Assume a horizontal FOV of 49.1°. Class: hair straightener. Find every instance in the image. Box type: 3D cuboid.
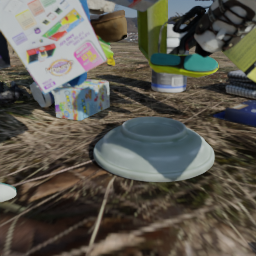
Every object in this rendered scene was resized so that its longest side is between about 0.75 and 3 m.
[{"bbox_3d":[1.780,-2.599,6.520,2.778,1.069,0.568,-35,-20,23],"label":"hair straightener"}]

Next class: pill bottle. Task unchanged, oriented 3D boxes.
[{"bbox_3d":[1.693,-2.816,11.346,1.455,2.557,1.455,0,19,0],"label":"pill bottle"}]

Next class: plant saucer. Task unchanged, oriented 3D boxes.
[{"bbox_3d":[0.671,-3.005,8.579,0.499,2.083,2.080,-7,30,-7],"label":"plant saucer"},{"bbox_3d":[0.505,0.238,5.653,2.425,0.609,2.425,-1,20,0],"label":"plant saucer"}]

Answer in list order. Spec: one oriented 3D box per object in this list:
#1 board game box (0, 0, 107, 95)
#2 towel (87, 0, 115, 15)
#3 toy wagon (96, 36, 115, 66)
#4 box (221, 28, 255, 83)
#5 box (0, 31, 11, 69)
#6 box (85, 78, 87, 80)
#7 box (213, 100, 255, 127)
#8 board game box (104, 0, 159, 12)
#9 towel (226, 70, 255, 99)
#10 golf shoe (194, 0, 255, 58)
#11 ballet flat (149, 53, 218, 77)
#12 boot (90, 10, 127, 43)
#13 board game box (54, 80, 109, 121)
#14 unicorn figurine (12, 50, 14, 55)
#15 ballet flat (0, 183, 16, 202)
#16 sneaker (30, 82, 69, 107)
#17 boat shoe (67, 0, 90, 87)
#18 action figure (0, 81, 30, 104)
[{"bbox_3d":[-0.915,-1.123,3.274,0.937,1.224,0.247,-29,38,-4],"label":"board game box"},{"bbox_3d":[-1.309,-3.284,5.390,2.533,1.679,0.437,16,5,-3],"label":"towel"},{"bbox_3d":[-1.294,-2.959,9.117,2.578,0.510,2.000,41,17,16],"label":"toy wagon"},{"bbox_3d":[2.811,-2.197,7.014,0.675,1.014,2.695,23,30,-33],"label":"box"},{"bbox_3d":[-3.408,-2.529,4.983,1.776,2.905,1.541,24,34,37],"label":"box"},{"bbox_3d":[-2.502,-2.933,12.723,0.737,1.868,1.318,-12,23,-30],"label":"box"},{"bbox_3d":[3.744,-0.354,7.684,1.453,0.389,2.398,-17,24,-40],"label":"box"},{"bbox_3d":[0.105,-2.346,3.452,2.144,0.442,2.149,-4,-7,-41],"label":"board game box"},{"bbox_3d":[5.301,-1.820,10.799,2.467,1.056,2.043,-11,21,-28],"label":"towel"},{"bbox_3d":[1.636,-1.668,4.263,0.927,1.127,2.384,34,1,2],"label":"golf shoe"},{"bbox_3d":[1.240,-1.392,6.372,1.554,0.521,0.519,10,66,17],"label":"ballet flat"},{"bbox_3d":[-0.670,-2.244,6.529,1.652,0.623,0.608,7,30,46],"label":"boot"},{"bbox_3d":[-1.333,-0.887,8.415,0.856,0.871,1.662,8,20,24],"label":"board game box"},{"bbox_3d":[-3.240,-3.099,7.628,0.697,1.296,1.887,-35,33,31],"label":"unicorn figurine"},{"bbox_3d":[-2.056,0.975,4.114,0.899,0.312,0.312,3,19,21],"label":"ballet flat"},{"bbox_3d":[-2.441,-1.384,9.638,1.533,0.843,2.093,-22,21,-22],"label":"sneaker"},{"bbox_3d":[-0.927,-1.329,4.187,0.595,1.414,0.485,-9,32,-35],"label":"boat shoe"},{"bbox_3d":[-4.388,-1.255,9.291,2.044,1.043,1.215,-12,12,-26],"label":"action figure"}]
